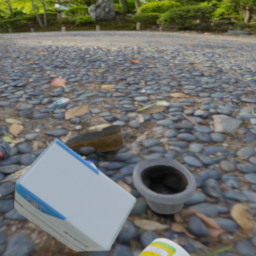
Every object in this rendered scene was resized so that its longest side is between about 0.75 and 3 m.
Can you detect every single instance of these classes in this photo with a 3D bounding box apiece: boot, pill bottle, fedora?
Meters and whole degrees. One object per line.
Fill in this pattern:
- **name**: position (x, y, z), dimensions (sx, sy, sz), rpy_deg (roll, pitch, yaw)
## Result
- **boot**: position (-1.487, 0.685, 12.067), dimensions (2.657, 1.003, 0.978), rpy_deg (-12, 24, 9)
- **pill bottle**: position (0.284, 3.549, 5.741), dimensions (1.344, 1.344, 2.421), rpy_deg (22, 34, 37)
- **fedora**: position (1.156, 2.001, 9.218), dimensions (1.973, 1.007, 2.231), rpy_deg (-9, 27, -18)

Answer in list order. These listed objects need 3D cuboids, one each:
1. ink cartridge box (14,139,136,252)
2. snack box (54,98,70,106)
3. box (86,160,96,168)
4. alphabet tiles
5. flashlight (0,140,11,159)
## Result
- **ink cartridge box**: position (-1.433, 1.792, 6.611), dimensions (2.129, 2.934, 1.228), rpy_deg (37, 58, -4)
- **snack box**: position (-4.103, -1.604, 17.364), dimensions (0.532, 0.170, 0.916), rpy_deg (13, 30, 25)
- **box**: position (-1.624, 1.943, 9.565), dimensions (1.405, 0.801, 1.528), rpy_deg (-14, 30, -25)
- **alphabet tiles**: position (-2.907, 1.427, 10.291), dimensions (2.476, 0.078, 2.060), rpy_deg (-10, 7, 16)
- **flashlight**: position (-5.351, 1.323, 10.984), dimensions (0.747, 0.744, 2.197), rpy_deg (24, 23, -2)
